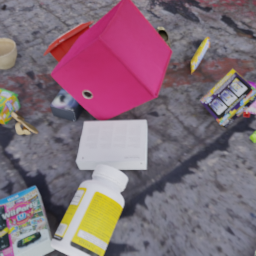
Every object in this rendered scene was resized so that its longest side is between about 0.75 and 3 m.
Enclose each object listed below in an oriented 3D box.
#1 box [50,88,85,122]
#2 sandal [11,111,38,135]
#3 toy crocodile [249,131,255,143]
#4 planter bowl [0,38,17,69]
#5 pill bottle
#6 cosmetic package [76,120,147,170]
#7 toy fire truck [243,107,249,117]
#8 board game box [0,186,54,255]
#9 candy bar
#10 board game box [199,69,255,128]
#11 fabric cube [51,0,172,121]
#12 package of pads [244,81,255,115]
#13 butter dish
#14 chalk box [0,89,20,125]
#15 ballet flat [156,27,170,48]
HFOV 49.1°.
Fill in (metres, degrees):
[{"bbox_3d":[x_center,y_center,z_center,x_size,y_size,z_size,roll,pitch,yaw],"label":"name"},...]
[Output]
[{"bbox_3d":[-2.504,-0.973,11.885,1.128,0.695,1.119,15,55,12],"label":"box"},{"bbox_3d":[-4.295,-0.012,11.332,1.759,0.645,0.578,35,91,32],"label":"sandal"},{"bbox_3d":[5.499,0.279,11.027,1.548,0.478,0.523,-9,52,-8],"label":"toy crocodile"},{"bbox_3d":[-6.119,-3.519,13.694,1.487,1.001,1.487,0,52,1],"label":"planter bowl"},{"bbox_3d":[-0.996,2.469,8.211,1.467,1.467,2.635,18,63,14],"label":"pill bottle"},{"bbox_3d":[-0.544,0.626,10.507,2.487,0.643,1.875,-1,49,8],"label":"cosmetic package"},{"bbox_3d":[4.813,-0.962,11.328,0.225,0.922,0.650,4,25,21],"label":"toy fire truck"},{"bbox_3d":[-3.277,3.004,8.545,1.549,0.675,2.100,-21,43,-15],"label":"board game box"},{"bbox_3d":[3.584,-3.672,14.032,0.288,0.649,2.603,15,52,28],"label":"candy bar"},{"bbox_3d":[4.086,-1.191,11.369,1.875,0.532,1.550,-46,49,21],"label":"board game box"},{"bbox_3d":[-0.535,-2.491,10.867,2.966,2.919,2.975,-21,35,41],"label":"fabric cube"},{"bbox_3d":[5.248,-1.349,12.242,0.940,0.590,1.559,17,54,10],"label":"package of pads"},{"bbox_3d":[-2.534,-3.739,13.517,2.339,1.734,2.345,-44,21,-27],"label":"butter dish"},{"bbox_3d":[-5.239,-1.024,11.777,0.920,0.914,1.474,15,54,11],"label":"chalk box"},{"bbox_3d":[1.912,-4.898,15.116,0.685,0.471,2.032,-3,52,-3],"label":"ballet flat"}]
